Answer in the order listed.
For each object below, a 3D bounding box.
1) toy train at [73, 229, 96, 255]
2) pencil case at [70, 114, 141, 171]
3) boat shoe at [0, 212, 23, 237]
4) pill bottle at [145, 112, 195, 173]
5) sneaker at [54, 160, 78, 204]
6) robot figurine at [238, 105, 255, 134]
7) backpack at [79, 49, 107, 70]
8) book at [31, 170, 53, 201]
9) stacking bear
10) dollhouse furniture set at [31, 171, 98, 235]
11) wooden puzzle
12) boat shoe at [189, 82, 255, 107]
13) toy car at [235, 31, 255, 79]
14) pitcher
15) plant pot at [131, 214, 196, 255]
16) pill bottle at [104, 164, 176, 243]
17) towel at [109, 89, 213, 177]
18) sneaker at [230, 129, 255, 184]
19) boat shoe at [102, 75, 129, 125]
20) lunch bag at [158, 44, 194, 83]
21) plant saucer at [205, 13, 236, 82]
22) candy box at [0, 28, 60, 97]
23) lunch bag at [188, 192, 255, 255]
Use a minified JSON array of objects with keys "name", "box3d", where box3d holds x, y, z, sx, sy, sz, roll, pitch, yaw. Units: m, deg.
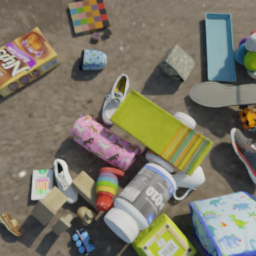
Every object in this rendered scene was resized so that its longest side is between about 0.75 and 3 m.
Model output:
[{"name":"toy train","box3d":[-1.325,3.391,8.393,0.445,0.338,0.779,-38,60,0]},{"name":"pencil case","box3d":[-0.737,0.476,9.038,2.282,0.945,0.987,32,98,9]},{"name":"boat shoe","box3d":[-3.566,2.958,8.598,0.902,0.341,0.333,39,74,10]},{"name":"pill bottle","box3d":[1.413,0.439,9.002,1.009,1.009,1.799,31,76,9]},{"name":"sneaker","box3d":[-2.046,1.689,8.849,0.526,0.600,1.496,-24,76,-9]},{"name":"robot figurine","box3d":[4.626,-0.413,9.511,1.824,0.531,1.323,-11,73,-4]},{"name":"backpack","box3d":[-1.246,-2.445,10.095,0.958,0.736,0.781,10,75,-11]},{"name":"book","box3d":[-2.748,1.833,9.016,0.622,0.224,0.932,-3,70,-2]},{"name":"stacking bear","box3d":[-0.650,1.901,8.434,0.705,0.753,1.240,27,51,-24]},{"name":"dollhouse furniture set","box3d":[-1.786,2.415,8.737,1.530,1.311,1.609,43,48,1]},{"name":"wooden puzzle","box3d":[-1.509,-4.336,10.887,1.371,0.162,2.312,-13,74,-4]},{"name":"boat shoe","box3d":[3.317,-1.067,9.546,2.377,0.745,0.863,4,85,25]},{"name":"toy car","box3d":[4.609,-2.820,9.871,1.899,1.662,1.424,-39,43,-10]},{"name":"pitcher","box3d":[1.858,1.729,8.845,1.092,0.662,0.937,-16,84,6]},{"name":"plant pot","box3d":[1.029,3.408,7.972,1.404,1.274,1.397,-39,76,-12]},{"name":"pill bottle","box3d":[0.349,2.154,8.130,1.199,1.199,2.108,39,62,11]},{"name":"towel","box3d":[0.984,0.105,8.403,2.982,0.269,1.283,35,75,5]},{"name":"sneaker","box3d":[4.013,0.816,8.869,0.817,0.769,1.995,-34,81,34]},{"name":"boat shoe","box3d":[-0.387,-1.014,9.537,0.677,0.781,1.833,23,74,2]},{"name":"lunch bag","box3d":[1.756,-2.221,9.901,1.099,0.646,0.901,38,68,-15]},{"name":"plant saucer","box3d":[3.389,-3.005,10.442,1.003,0.272,2.869,2,74,0]},{"name":"candy box","box3d":[-3.845,-2.350,10.025,2.405,0.679,1.403,-35,77,-8]},{"name":"lunch bag","box3d":[2.908,2.801,7.593,1.887,2.220,1.414,-12,96,-4]}]
